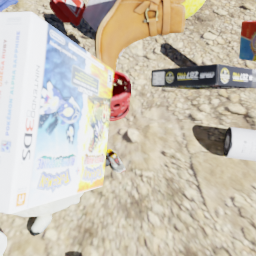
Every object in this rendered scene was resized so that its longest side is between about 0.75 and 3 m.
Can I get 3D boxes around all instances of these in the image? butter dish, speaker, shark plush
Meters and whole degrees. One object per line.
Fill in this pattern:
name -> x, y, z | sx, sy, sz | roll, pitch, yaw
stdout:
butter dish -> -2.053, -3.862, 8.878 | 0.848, 1.148, 1.145 | -11, 52, 33
speaker -> 3.728, 0.523, 7.547 | 2.075, 0.843, 0.843 | 7, 51, 6
shark plush -> -1.693, 1.255, 6.805 | 2.755, 1.252, 1.148 | -33, 44, -22

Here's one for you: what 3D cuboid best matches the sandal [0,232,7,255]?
sandal -> -3.427, 2.908, 5.815 | 0.465, 0.770, 1.893 | -5, 35, 52

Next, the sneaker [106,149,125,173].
sneaker -> -0.365, 0.894, 7.578 | 0.306, 0.323, 0.787 | -31, 58, -22

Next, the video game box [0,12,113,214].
video game box -> -1.125, -0.122, 4.794 | 0.659, 2.815, 2.564 | 7, 88, 19

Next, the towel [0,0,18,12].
towel -> -3.257, -2.361, 4.979 | 2.145, 0.256, 1.553 | 7, 34, -7

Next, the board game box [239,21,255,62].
board game box -> 3.813, -2.439, 7.948 | 0.293, 1.111, 1.452 | -13, 24, -18

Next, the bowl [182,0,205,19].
bowl -> 1.200, -4.193, 7.956 | 2.038, 1.097, 2.038 | -4, 80, 25

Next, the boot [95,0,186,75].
boot -> 0.266, -2.364, 6.678 | 2.061, 2.654, 1.018 | 3, 14, -7

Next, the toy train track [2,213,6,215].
toy train track -> -3.263, 0.903, 7.222 | 0.421, 1.485, 2.589 | -2, 60, -41

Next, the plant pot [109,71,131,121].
plant pot -> -0.546, -0.920, 8.521 | 1.262, 1.149, 1.262 | 1, 51, -1

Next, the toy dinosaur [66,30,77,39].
toy dinosaur -> -2.292, -3.803, 11.525 | 0.413, 0.238, 0.816 | -34, 50, -6

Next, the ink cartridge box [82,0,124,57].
ink cartridge box -> -0.288, -3.434, 8.177 | 0.531, 1.798, 2.247 | -7, 50, -48

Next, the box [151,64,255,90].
box -> 1.479, -0.983, 5.589 | 1.324, 0.403, 1.643 | -5, 8, -38
